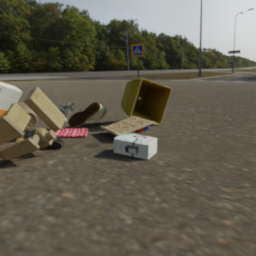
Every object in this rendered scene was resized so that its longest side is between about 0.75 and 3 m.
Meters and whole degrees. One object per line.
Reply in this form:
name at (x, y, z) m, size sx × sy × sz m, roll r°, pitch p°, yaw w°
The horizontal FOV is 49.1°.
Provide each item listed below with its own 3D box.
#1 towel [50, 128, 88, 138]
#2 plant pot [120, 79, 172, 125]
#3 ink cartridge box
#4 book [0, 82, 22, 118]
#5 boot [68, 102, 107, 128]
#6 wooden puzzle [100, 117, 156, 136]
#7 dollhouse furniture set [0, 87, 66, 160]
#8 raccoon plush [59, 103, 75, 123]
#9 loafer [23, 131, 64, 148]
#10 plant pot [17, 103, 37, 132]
towel at (-2.370, 0.188, 11.028) m, size 1.491 × 0.168 × 1.078 m, roll 0°, pitch 14°, yaw -2°
plant pot at (0.639, -1.288, 12.824) m, size 1.750 × 1.750 × 1.543 m, roll 12°, pitch 9°, yaw -34°
ink cartridge box at (0.237, 0.538, 8.637) m, size 1.146 × 0.482 × 0.836 m, roll 10°, pitch 17°, yaw 22°
book at (-4.142, -0.319, 8.136) m, size 0.526 × 2.187 × 1.461 m, roll 34°, pitch 4°, yaw 11°
boot at (-1.777, -0.500, 12.572) m, size 1.660 × 0.598 × 1.284 m, roll -33°, pitch -10°, yaw 7°
wooden puzzle at (-0.012, 0.012, 10.856) m, size 1.725 × 0.399 × 1.598 m, roll -16°, pitch 17°, yaw -24°
dollhouse furniture set at (-3.188, -0.056, 8.378) m, size 1.476 × 1.722 × 1.811 m, roll -21°, pitch 36°, yaw 25°
raccoon plush at (-2.497, -0.628, 11.807) m, size 0.685 × 0.494 × 1.022 m, roll -15°, pitch 59°, yaw -16°
loafer at (-2.793, 0.500, 9.179) m, size 1.341 × 0.488 × 0.485 m, roll 9°, pitch 42°, yaw 4°
plant pot at (-3.837, -0.329, 10.346) m, size 1.125 × 1.125 × 0.976 m, roll -10°, pitch 14°, yaw -37°
